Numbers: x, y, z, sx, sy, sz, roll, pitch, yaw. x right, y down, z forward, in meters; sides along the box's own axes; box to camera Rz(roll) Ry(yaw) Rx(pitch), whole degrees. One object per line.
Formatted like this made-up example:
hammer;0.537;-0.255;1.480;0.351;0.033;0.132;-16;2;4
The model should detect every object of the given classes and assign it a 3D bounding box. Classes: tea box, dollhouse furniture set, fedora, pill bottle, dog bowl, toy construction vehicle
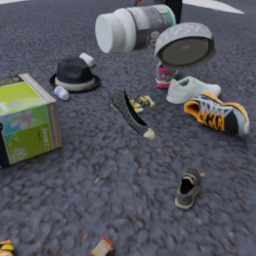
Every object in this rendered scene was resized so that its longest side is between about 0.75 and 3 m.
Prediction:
tea box;-4.128;-0.320;9.499;2.772;1.883;2.818;-20;38;-28
dollhouse furniture set;-0.358;2.913;6.013;0.998;0.406;0.537;36;44;19
fedora;-2.704;-2.775;13.919;2.647;1.209;2.647;0;33;0
pill bottle;-3.002;-1.553;12.745;0.441;0.441;0.787;-19;37;-27
dog bowl;1.660;-2.386;8.313;1.842;1.842;0.540;-4;72;-6
toy construction vehicle;0.441;-1.126;12.101;1.044;0.422;1.199;-14;36;-21
pill bottle;0.291;-3.824;10.945;2.861;1.618;1.618;-18;37;-26

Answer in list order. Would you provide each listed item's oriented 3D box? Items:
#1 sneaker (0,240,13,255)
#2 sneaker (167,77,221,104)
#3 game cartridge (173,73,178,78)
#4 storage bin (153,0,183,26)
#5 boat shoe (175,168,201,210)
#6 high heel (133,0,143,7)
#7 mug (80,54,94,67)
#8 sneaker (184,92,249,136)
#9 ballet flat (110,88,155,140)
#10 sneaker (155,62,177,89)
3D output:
sneaker;-3.252;2.827;5.995;1.527;0.534;0.687;-7;25;-16
sneaker;3.017;-1.733;12.509;2.581;1.034;0.908;-8;32;-14
game cartridge;2.167;-2.971;15.179;0.951;0.194;0.633;19;34;27
storage bin;1.784;-5.171;12.977;1.137;1.682;0.788;-15;31;-34
boat shoe;1.726;1.578;7.804;0.571;0.562;1.532;11;35;17
high heel;0.448;-5.374;11.544;0.312;0.444;0.924;19;0;-21
mug;-2.309;-3.883;16.161;0.718;0.700;0.874;24;46;20
sneaker;3.260;-0.435;10.520;1.145;1.161;2.965;-18;28;-18
ballet flat;0.133;-0.320;6.679;1.506;0.428;0.501;50;21;11
sneaker;2.009;-3.082;14.338;1.096;1.015;2.719;3;39;9
